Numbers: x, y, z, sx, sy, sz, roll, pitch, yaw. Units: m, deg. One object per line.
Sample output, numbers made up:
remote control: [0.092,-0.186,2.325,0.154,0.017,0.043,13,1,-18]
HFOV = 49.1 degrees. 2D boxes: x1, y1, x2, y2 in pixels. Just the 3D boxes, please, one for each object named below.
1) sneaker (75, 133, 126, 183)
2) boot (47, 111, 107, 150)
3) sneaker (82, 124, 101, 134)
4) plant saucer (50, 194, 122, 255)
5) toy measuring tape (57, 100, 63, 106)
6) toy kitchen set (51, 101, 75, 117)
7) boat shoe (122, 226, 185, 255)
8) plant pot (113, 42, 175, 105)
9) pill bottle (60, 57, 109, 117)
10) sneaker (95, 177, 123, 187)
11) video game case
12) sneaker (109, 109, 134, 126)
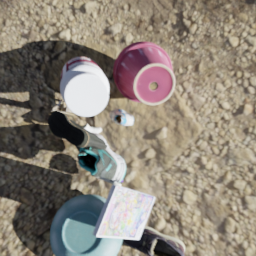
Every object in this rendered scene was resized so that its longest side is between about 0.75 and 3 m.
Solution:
sneaker: [-1.325,0.901,9.966,2.868,1.308,1.113,32,106,45]
boot: [-1.700,0.183,9.333,1.924,1.331,0.745,38,97,33]
sneaker: [-1.507,0.042,11.327,0.841,0.310,0.486,-19,121,-14]
plant saucer: [-1.578,3.765,10.093,2.770,0.533,2.770,-3,70,7]
toy measuring tape: [-2.923,-0.540,11.671,0.511,0.511,1.389,15,55,4]
toy kitchen set: [-2.486,-1.006,10.981,0.864,1.059,0.955,12,82,-24]
boat shoe: [0.874,4.231,10.204,2.465,0.799,0.886,16,90,6]
plant pot: [0.719,-1.902,10.519,2.360,2.112,2.360,-5,115,-10]
pill bottle: [-1.524,-1.468,9.682,1.604,2.810,1.604,-4,113,-11]
sneaker: [-0.740,1.686,10.552,1.380,0.480,0.686,18,81,25]
video game case: [-0.043,2.752,8.925,0.197,2.181,1.562,16,81,42]
sneaker: [-0.383,-0.432,10.877,0.573,1.418,0.543,2,100,-35]
